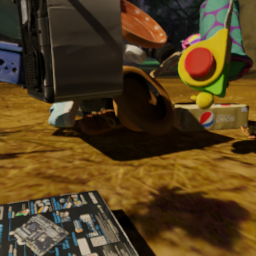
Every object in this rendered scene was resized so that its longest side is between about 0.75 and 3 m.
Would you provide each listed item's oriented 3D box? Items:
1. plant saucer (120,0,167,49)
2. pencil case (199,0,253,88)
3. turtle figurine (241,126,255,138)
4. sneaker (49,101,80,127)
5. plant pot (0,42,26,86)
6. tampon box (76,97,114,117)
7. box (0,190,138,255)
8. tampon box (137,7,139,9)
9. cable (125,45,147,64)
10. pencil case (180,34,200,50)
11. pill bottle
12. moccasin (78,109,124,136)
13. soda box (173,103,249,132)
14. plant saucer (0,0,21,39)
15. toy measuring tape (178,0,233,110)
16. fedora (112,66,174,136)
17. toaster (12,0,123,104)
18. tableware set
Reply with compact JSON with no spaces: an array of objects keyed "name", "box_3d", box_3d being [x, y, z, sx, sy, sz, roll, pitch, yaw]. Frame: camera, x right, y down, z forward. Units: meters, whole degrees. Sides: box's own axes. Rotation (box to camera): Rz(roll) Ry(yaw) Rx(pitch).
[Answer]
[{"name":"plant saucer","box_3d":[0.017,-3.450,9.131,2.733,0.441,2.733,23,36,-18]},{"name":"pencil case","box_3d":[2.541,-2.395,7.426,1.195,2.586,1.100,9,-32,-6]},{"name":"turtle figurine","box_3d":[4.015,0.048,8.542,0.941,0.376,1.167,0,13,-1]},{"name":"sneaker","box_3d":[-2.389,-0.832,10.363,0.967,0.872,2.360,-3,29,2]},{"name":"plant pot","box_3d":[-3.210,-1.741,7.760,1.187,1.067,1.187,11,3,7]},{"name":"tampon box","box_3d":[-1.073,-1.201,11.724,2.242,1.416,1.681,12,17,42]},{"name":"box","box_3d":[-0.789,1.287,2.927,1.457,0.422,1.833,-5,14,-21]},{"name":"tampon box","box_3d":[-0.179,-4.997,12.737,1.264,0.947,0.798,7,-28,-18]},{"name":"cable","box_3d":[0.348,-3.295,12.658,0.981,0.339,0.980,21,-16,43]},{"name":"pencil case","box_3d":[2.369,-2.064,9.043,0.856,1.938,0.856,-24,31,15]},{"name":"pill bottle","box_3d":[1.053,-3.754,12.069,1.196,1.196,2.138,-12,55,-43]},{"name":"moccasin","box_3d":[-0.674,-0.229,8.753,2.031,0.743,0.784,-4,-29,-47]},{"name":"soda box","box_3d":[2.814,-0.391,9.574,2.445,0.783,0.828,-3,13,-14]},{"name":"plant saucer","box_3d":[-3.741,-3.328,8.230,2.621,0.505,2.621,18,-15,5]},{"name":"toy measuring tape","box_3d":[1.709,-1.885,6.137,1.100,2.989,1.100,7,-2,0]},{"name":"fedora","box_3d":[0.274,-0.742,8.990,2.625,2.625,1.071,-13,-21,-44]},{"name":"toaster","box_3d":[-1.413,-1.989,6.228,1.772,2.700,2.986,-9,12,-25]},{"name":"tableware set","box_3d":[1.651,-2.454,10.617,1.901,0.264,2.276,-42,13,-19]}]
